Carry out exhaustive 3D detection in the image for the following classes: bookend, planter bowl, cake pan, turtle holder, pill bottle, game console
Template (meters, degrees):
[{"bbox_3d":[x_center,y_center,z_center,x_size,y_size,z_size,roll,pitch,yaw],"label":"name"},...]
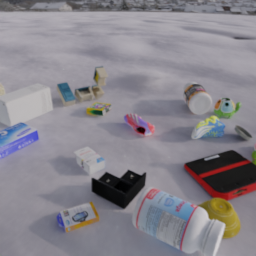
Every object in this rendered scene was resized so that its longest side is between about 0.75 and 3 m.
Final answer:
[{"bbox_3d":[-0.252,1.578,8.099,1.154,0.535,1.161,21,35,26],"label":"bookend"},{"bbox_3d":[2.301,2.148,7.095,1.189,0.495,1.189,4,31,-3],"label":"planter bowl"},{"bbox_3d":[4.406,0.193,10.756,0.785,0.144,0.785,27,27,-14],"label":"cake pan"},{"bbox_3d":[4.382,-0.891,12.384,1.099,0.780,0.835,14,31,23],"label":"turtle holder"},{"bbox_3d":[3.174,-1.450,13.113,1.047,1.047,1.800,-1,29,-3],"label":"pill bottle"},{"bbox_3d":[3.084,1.417,8.766,2.083,0.323,1.843,-12,28,-21],"label":"game console"},{"bbox_3d":[1.154,2.201,6.513,1.936,1.053,1.053,17,33,27],"label":"pill bottle"}]

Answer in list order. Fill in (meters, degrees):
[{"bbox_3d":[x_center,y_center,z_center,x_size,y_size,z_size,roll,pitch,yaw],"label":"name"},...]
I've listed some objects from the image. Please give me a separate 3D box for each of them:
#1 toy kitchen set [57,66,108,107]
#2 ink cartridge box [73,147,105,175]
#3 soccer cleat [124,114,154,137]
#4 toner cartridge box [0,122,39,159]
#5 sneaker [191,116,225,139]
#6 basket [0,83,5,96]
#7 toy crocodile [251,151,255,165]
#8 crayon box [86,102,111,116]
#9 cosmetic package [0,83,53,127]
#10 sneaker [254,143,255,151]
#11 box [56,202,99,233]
[{"bbox_3d":[-2.240,-2.192,13.492,2.049,1.642,1.207,-17,60,-27],"label":"toy kitchen set"},{"bbox_3d":[-1.302,1.066,9.282,0.598,0.353,1.040,-21,35,-33],"label":"ink cartridge box"},{"bbox_3d":[0.333,-0.131,11.276,0.633,0.552,1.654,-23,40,-39],"label":"soccer cleat"},{"bbox_3d":[-4.481,0.535,10.106,1.058,0.481,2.228,20,35,31],"label":"toner cartridge box"},{"bbox_3d":[3.188,0.070,10.818,0.869,0.627,1.655,32,48,32],"label":"sneaker"},{"bbox_3d":[-6.712,-1.606,13.570,1.369,0.928,0.845,-21,39,-32],"label":"basket"},{"bbox_3d":[4.287,0.664,8.990,0.454,1.344,0.415,9,25,3],"label":"toy crocodile"},{"bbox_3d":[-1.335,-0.872,12.805,0.822,0.278,0.952,7,25,19],"label":"crayon box"},{"bbox_3d":[-4.487,-1.030,12.227,0.937,1.189,2.210,21,34,33],"label":"cosmetic package"},{"bbox_3d":[4.802,0.703,9.598,0.507,0.704,1.346,-3,28,0],"label":"sneaker"},{"bbox_3d":[-1.307,2.300,7.224,1.002,0.208,0.597,-14,32,-20],"label":"box"}]
